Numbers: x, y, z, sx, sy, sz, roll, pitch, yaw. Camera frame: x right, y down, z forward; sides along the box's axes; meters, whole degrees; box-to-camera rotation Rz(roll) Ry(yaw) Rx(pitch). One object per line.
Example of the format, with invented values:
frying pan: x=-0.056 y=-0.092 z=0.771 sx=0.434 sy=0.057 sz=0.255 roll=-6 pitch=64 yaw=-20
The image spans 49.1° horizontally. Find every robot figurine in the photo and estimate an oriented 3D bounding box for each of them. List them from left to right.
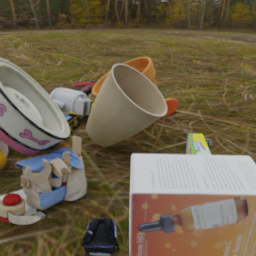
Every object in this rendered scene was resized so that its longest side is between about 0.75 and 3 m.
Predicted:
robot figurine: x=-2.855 y=-1.181 z=13.456 sx=2.339 sy=1.321 sz=1.984 roll=15 pitch=10 yaw=28

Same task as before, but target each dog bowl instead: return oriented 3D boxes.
dog bowl: x=-3.000 y=-0.505 z=7.828 sx=1.068 sy=2.896 sz=2.896 roll=-39 pitch=27 yaw=7

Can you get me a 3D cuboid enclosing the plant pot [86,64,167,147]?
plant pot: x=-0.326 y=-0.527 z=10.063 sx=2.386 sy=2.548 sz=2.386 roll=30 pitch=34 yaw=-22

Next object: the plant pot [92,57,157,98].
plant pot: x=0.150 y=-1.541 z=12.603 sx=2.920 sy=2.044 sz=2.920 roll=-25 pitch=28 yaw=14

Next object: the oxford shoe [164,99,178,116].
oxford shoe: x=1.460 y=-1.012 z=13.750 sx=2.334 sy=0.832 sz=0.851 roll=-17 pitch=26 yaw=-31

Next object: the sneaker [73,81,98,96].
sneaker: x=-2.003 y=-1.962 z=14.075 sx=1.670 sy=0.816 sz=0.590 roll=0 pitch=6 yaw=22

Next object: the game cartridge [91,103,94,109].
game cartridge: x=-1.217 y=-1.075 z=14.482 sx=1.443 sy=0.266 sz=1.637 roll=6 pitch=25 yaw=13

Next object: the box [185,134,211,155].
box: x=2.093 y=1.284 z=8.298 sx=0.561 sy=1.361 sz=2.319 roll=1 pitch=26 yaw=0

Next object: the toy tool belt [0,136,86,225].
toy tool belt: x=-2.274 y=1.223 z=7.624 sx=1.704 sy=1.677 sz=2.729 roll=15 pitch=19 yaw=31

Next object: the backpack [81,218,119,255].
backpack: x=-0.616 y=2.531 z=6.532 sx=0.839 sy=0.646 sz=0.799 roll=5 pitch=38 yaw=0

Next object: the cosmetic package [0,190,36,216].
cosmetic package: x=-3.071 y=2.140 z=7.798 sx=0.739 sy=0.253 sz=0.981 roll=-16 pitch=30 yaw=-30

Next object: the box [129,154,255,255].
box: x=1.415 y=1.849 z=6.246 sx=2.768 sy=2.108 sz=1.472 roll=0 pitch=26 yaw=1

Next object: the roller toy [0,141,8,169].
roller toy: x=-5.314 y=0.535 z=9.346 sx=2.561 sy=1.790 sz=2.336 roll=-2 pitch=37 yaw=-8

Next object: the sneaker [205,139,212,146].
sneaker: x=2.948 y=0.521 z=11.143 sx=0.800 sy=0.310 sz=0.319 roll=9 pitch=18 yaw=18

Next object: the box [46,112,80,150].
box: x=-3.490 y=-0.020 z=11.908 sx=1.959 sy=0.605 sz=2.453 roll=11 pitch=28 yaw=17
